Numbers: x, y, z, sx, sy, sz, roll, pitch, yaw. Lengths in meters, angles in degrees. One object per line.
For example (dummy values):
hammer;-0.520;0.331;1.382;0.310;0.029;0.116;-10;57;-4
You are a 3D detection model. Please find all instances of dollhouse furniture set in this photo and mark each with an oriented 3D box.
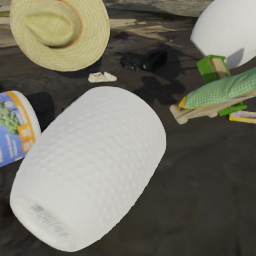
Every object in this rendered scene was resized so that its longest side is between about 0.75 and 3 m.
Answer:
dollhouse furniture set;1.633;-0.891;4.330;2.194;1.101;1.438;-11;-12;-47

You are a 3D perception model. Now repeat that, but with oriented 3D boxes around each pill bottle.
pill bottle;-3.495;0.304;5.996;2.833;1.588;1.588;-25;39;-34

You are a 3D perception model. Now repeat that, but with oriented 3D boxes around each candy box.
candy box;3.606;-0.339;8.520;1.000;0.132;0.511;9;29;14

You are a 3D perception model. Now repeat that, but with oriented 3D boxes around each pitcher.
pitcher;2.956;-2.296;6.338;2.202;2.566;1.556;49;18;-1

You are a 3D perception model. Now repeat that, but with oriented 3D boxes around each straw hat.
straw hat;-1.761;-2.449;6.591;2.573;2.573;1.089;2;22;3

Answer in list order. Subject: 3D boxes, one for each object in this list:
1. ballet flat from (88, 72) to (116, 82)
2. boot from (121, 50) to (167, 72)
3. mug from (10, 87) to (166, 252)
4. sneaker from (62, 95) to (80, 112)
ballet flat;-1.014;-2.026;11.154;1.121;0.358;0.424;-6;30;-12
boot;0.736;-3.123;12.707;1.572;0.710;1.918;17;38;26
mug;-0.963;0.794;5.102;2.750;2.031;2.411;-15;26;40
sneaker;-1.430;-0.541;8.510;0.834;0.480;1.600;-26;36;-29
